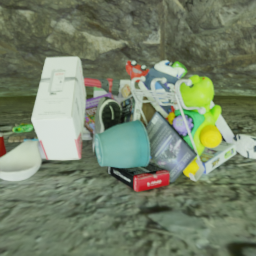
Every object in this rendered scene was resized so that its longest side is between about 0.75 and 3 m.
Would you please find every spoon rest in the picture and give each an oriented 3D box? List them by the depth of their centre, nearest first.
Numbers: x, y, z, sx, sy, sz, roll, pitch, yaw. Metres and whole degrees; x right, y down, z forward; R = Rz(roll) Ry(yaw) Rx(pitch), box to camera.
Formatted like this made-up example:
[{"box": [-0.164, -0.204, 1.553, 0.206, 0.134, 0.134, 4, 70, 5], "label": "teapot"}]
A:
[{"box": [-3.299, 0.953, 8.985, 1.397, 0.852, 2.812, 0, 9, 0], "label": "spoon rest"}]

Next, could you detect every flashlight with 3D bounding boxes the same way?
[{"box": [-1.335, -1.734, 11.231, 2.023, 0.687, 0.685, 7, -6, -2], "label": "flashlight"}]

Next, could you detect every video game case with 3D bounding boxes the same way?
[{"box": [1.047, 0.531, 7.946, 0.159, 1.200, 1.680, -11, 53, -46], "label": "video game case"}, {"box": [2.464, 0.867, 9.699, 1.634, 0.410, 1.802, -23, 21, -32], "label": "video game case"}, {"box": [-0.048, -0.058, 9.882, 0.272, 2.116, 2.327, 9, -5, -14], "label": "video game case"}]

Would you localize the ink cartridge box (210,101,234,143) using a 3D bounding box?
[{"box": [3.651, -0.547, 12.443, 0.535, 2.885, 1.366, -34, 13, -1], "label": "ink cartridge box"}]

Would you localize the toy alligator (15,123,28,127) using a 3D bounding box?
[{"box": [-5.904, -0.029, 15.647, 0.337, 0.368, 1.241, -43, -17, 16], "label": "toy alligator"}]

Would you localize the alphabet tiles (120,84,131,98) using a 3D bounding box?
[{"box": [0.290, -0.875, 12.410, 0.157, 2.155, 2.107, -20, 18, 21], "label": "alphabet tiles"}]

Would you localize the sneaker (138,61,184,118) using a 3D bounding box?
[{"box": [1.473, -1.305, 9.618, 1.524, 2.081, 0.838, -42, -12, 18], "label": "sneaker"}]

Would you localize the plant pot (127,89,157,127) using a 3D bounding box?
[{"box": [0.504, -0.417, 10.482, 0.942, 2.041, 2.041, 5, 8, -17], "label": "plant pot"}]

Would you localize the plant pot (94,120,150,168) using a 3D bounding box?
[{"box": [-0.231, 0.528, 7.754, 1.261, 1.342, 1.342, -9, 13, -17], "label": "plant pot"}]

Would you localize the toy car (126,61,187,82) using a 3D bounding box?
[{"box": [1.353, -1.996, 11.776, 2.885, 0.643, 2.715, 39, -23, -16], "label": "toy car"}]

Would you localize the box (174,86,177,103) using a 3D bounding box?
[{"box": [2.235, -0.438, 11.672, 1.339, 2.610, 1.236, 2, 10, 13], "label": "box"}]

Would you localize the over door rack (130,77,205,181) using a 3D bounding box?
[{"box": [1.213, -0.127, 8.120, 0.934, 2.805, 2.073, -26, 24, -28], "label": "over door rack"}]

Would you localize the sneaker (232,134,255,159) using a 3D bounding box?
[{"box": [5.103, 0.689, 10.535, 1.334, 0.818, 2.050, -7, 12, -40], "label": "sneaker"}]

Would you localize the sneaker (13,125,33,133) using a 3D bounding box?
[{"box": [-5.689, 0.083, 15.210, 1.070, 0.396, 0.447, -12, 13, -15], "label": "sneaker"}]

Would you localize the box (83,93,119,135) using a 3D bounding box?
[{"box": [-0.973, -0.356, 11.848, 1.763, 0.504, 2.576, -15, -35, 19], "label": "box"}]

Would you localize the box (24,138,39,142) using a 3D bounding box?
[{"box": [-4.134, 0.590, 12.600, 1.025, 0.252, 0.422, -1, 10, -16], "label": "box"}]

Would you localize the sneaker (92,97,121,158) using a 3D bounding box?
[{"box": [-0.799, 0.011, 9.918, 0.884, 2.392, 0.949, 0, 29, -24], "label": "sneaker"}]

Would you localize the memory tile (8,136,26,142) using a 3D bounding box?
[{"box": [-5.295, 0.539, 13.425, 0.778, 0.085, 1.016, -3, 10, -18], "label": "memory tile"}]

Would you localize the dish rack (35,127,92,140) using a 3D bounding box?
[{"box": [-3.191, 0.115, 13.850, 2.212, 0.561, 2.577, 2, 8, -37], "label": "dish rack"}]

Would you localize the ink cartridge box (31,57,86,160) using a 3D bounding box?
[{"box": [-1.912, -0.600, 8.286, 1.051, 1.861, 2.540, -2, 50, -2], "label": "ink cartridge box"}]

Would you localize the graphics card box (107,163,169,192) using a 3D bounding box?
[{"box": [0.246, 1.306, 8.122, 1.075, 0.436, 1.714, -6, 12, -32], "label": "graphics card box"}]

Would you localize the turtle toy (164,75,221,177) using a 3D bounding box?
[{"box": [1.802, -0.122, 8.426, 1.500, 2.967, 2.162, 20, 28, -5], "label": "turtle toy"}]

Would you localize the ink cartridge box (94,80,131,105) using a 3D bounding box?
[{"box": [-0.800, -1.042, 14.411, 1.895, 2.607, 1.141, 0, -11, -3], "label": "ink cartridge box"}]

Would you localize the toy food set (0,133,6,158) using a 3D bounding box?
[{"box": [-4.925, 0.687, 9.547, 1.223, 1.153, 2.562, 0, 10, 2], "label": "toy food set"}]
